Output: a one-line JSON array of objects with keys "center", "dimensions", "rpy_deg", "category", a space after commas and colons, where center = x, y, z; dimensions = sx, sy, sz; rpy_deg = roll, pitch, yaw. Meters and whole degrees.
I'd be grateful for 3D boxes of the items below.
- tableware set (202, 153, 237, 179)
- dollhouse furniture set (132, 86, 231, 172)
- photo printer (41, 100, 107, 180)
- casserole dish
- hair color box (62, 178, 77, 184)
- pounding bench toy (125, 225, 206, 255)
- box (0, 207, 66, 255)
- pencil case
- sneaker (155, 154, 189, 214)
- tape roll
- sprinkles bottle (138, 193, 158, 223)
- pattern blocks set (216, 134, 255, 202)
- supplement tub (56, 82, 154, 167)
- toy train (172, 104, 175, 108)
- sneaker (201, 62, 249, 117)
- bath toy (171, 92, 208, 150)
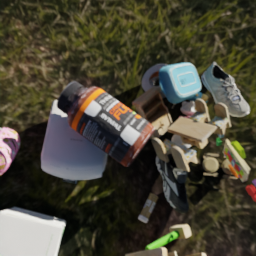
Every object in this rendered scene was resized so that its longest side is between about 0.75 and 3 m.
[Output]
[{"center": [2.834, 1.172, 8.678], "dimensions": [1.074, 0.215, 0.710], "rpy_deg": [6, 81, 4], "category": "tableware set"}, {"center": [1.316, -0.221, 7.747], "dimensions": [1.961, 2.135, 1.389], "rpy_deg": [-40, 125, -23], "category": "dollhouse furniture set"}, {"center": [-1.517, 0.387, 8.337], "dimensions": [1.899, 0.793, 2.283], "rpy_deg": [8, 68, -4], "category": "photo printer"}, {"center": [1.578, -1.362, 8.141], "dimensions": [1.818, 0.353, 1.101], "rpy_deg": [-22, 92, -44], "category": "casserole dish"}, {"center": [-1.726, 1.257, 8.629], "dimensions": [0.416, 0.255, 0.841], "rpy_deg": [10, 76, 1], "category": "hair color box"}, {"center": [0.870, 3.489, 7.057], "dimensions": [1.792, 1.427, 2.298], "rpy_deg": [24, 49, -31], "category": "pounding bench toy"}, {"center": [-2.719, 3.183, 7.486], "dimensions": [1.681, 1.440, 1.673], "rpy_deg": [15, 77, -4], "category": "box"}, {"center": [-3.543, 0.631, 7.743], "dimensions": [0.855, 1.977, 0.818], "rpy_deg": [33, 97, -18], "category": "pencil case"}, {"center": [1.394, 1.515, 8.102], "dimensions": [0.619, 0.843, 1.863], "rpy_deg": [-5, 67, -34], "category": "sneaker"}, {"center": [0.985, -1.466, 8.859], "dimensions": [1.083, 0.358, 1.083], "rpy_deg": [-13, 61, 25], "category": "tape roll"}, {"center": [0.597, 2.366, 8.274], "dimensions": [0.284, 0.284, 0.832], "rpy_deg": [27, 68, 6], "category": "sprinkles bottle"}, {"center": [2.977, 0.944, 7.755], "dimensions": [0.162, 1.755, 1.997], "rpy_deg": [-26, 46, -1], "category": "pattern blocks set"}, {"center": [-0.656, -0.177, 7.517], "dimensions": [2.541, 1.359, 1.359], "rpy_deg": [35, 79, 5], "category": "supplement tub"}, {"center": [1.431, -1.330, 9.073], "dimensions": [0.763, 0.558, 1.319], "rpy_deg": [29, 76, 18], "category": "toy train"}, {"center": [2.992, -1.170, 8.628], "dimensions": [0.737, 0.809, 1.973], "rpy_deg": [-28, 65, -17], "category": "sneaker"}, {"center": [1.974, -0.159, 8.762], "dimensions": [0.824, 0.700, 1.895], "rpy_deg": [11, 73, 36], "category": "bath toy"}]
